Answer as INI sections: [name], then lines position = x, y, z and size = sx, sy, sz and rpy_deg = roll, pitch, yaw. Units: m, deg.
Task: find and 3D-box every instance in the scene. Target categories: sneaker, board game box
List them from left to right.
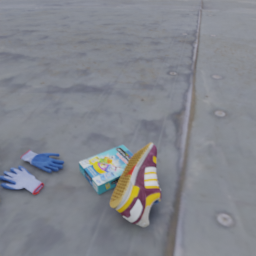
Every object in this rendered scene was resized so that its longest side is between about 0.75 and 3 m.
[board game box]
position = -0.482, 1.167, 8.231
size = 1.557, 0.365, 1.176
rpy_deg = -21, 38, -28
[sneaker]
position = 0.410, 1.424, 7.306
size = 1.077, 0.896, 2.390
rpy_deg = 42, 44, -9

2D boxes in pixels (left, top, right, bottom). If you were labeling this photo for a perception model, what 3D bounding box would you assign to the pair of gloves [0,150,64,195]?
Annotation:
[pair of gloves]
position = -2.800, 1.251, 8.271
size = 1.439, 0.204, 1.790
rpy_deg = 17, 38, 21
